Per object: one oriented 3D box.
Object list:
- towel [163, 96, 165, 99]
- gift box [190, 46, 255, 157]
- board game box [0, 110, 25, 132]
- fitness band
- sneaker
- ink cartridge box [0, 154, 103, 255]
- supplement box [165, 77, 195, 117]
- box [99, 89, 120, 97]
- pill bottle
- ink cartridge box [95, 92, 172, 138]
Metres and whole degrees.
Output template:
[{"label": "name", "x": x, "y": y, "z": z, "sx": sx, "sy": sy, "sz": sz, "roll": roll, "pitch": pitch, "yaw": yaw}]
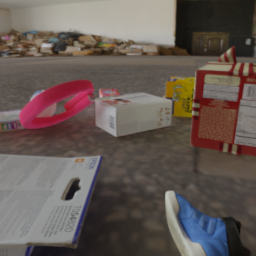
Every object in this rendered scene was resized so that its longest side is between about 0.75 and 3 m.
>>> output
[{"label": "towel", "x": 2.981, "y": -1.577, "z": 14.181, "sx": 1.873, "sy": 0.383, "sz": 2.560, "roll": 8, "pitch": 20, "yaw": 22}, {"label": "gift box", "x": 3.427, "y": -0.890, "z": 8.340, "sx": 2.623, "sy": 2.843, "sz": 2.655, "roll": 13, "pitch": 20, "yaw": 21}, {"label": "board game box", "x": -4.578, "y": -0.235, "z": 10.109, "sx": 2.097, "sy": 0.359, "sz": 1.410, "roll": -9, "pitch": 21, "yaw": -25}, {"label": "fitness band", "x": -2.275, "y": -0.680, "z": 9.028, "sx": 2.061, "sy": 0.537, "sz": 2.869, "roll": -18, "pitch": -8, "yaw": -47}, {"label": "sneaker", "x": 1.174, "y": 1.523, "z": 4.264, "sx": 0.921, "sy": 0.636, "sz": 1.656, "roll": -9, "pitch": 23, "yaw": -7}, {"label": "ink cartridge box", "x": -2.039, "y": 1.294, "z": 5.062, "sx": 2.910, "sy": 0.591, "sz": 2.904, "roll": 1, "pitch": 18, "yaw": 3}, {"label": "supplement box", "x": 2.935, "y": -1.259, "z": 11.486, "sx": 2.623, "sy": 1.436, "sz": 1.427, "roll": 5, "pitch": 19, "yaw": 17}, {"label": "box", "x": -0.801, "y": -1.142, "z": 12.131, "sx": 0.777, "sy": 0.842, "sz": 1.642, "roll": -3, "pitch": 20, "yaw": -9}, {"label": "pill bottle", "x": -3.310, "y": -0.902, "z": 10.900, "sx": 1.007, "sy": 1.007, "sz": 1.794, "roll": -4, "pitch": 13, "yaw": -13}, {"label": "ink cartridge box", "x": 0.067, "y": -0.582, "z": 10.164, "sx": 2.327, "sy": 0.976, "sz": 2.043, "roll": -11, "pitch": 21, "yaw": -30}]
